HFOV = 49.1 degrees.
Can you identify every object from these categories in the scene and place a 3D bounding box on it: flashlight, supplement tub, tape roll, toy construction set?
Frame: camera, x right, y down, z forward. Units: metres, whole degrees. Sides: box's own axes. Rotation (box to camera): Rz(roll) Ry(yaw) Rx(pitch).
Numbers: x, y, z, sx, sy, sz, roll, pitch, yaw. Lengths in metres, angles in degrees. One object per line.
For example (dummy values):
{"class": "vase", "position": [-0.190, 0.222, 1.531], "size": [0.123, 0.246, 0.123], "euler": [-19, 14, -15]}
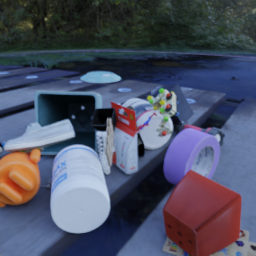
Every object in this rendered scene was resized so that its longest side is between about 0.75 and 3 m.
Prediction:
{"class": "flashlight", "position": [3.117, 0.204, 13.048], "size": [0.932, 0.929, 2.743], "euler": [-37, 33, -22]}
{"class": "supplement tub", "position": [0.734, -0.269, 13.110], "size": [1.815, 1.815, 2.587], "euler": [-8, 24, -19]}
{"class": "tape roll", "position": [2.177, 1.105, 9.469], "size": [2.038, 2.038, 0.866], "euler": [-19, 29, -38]}
{"class": "toy construction set", "position": [1.386, -0.692, 11.129], "size": [0.945, 1.346, 2.052], "euler": [23, 49, -37]}
{"class": "supplement tub", "position": [-1.497, 1.725, 8.503], "size": [1.624, 1.624, 2.462], "euler": [-5, 23, -11]}

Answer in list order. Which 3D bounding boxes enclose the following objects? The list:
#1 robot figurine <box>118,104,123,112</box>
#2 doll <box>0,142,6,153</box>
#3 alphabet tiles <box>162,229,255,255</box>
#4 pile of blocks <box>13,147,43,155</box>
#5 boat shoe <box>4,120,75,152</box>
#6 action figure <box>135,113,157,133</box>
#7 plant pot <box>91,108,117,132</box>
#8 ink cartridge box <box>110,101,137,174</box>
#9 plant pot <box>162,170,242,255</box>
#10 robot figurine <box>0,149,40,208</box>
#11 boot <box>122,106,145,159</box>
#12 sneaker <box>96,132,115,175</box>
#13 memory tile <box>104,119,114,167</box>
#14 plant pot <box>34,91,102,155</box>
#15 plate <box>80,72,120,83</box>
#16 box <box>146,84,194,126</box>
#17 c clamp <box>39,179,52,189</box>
{"class": "robot figurine", "position": [-0.481, -1.210, 17.219], "size": [0.479, 0.577, 0.767], "euler": [4, 15, -41]}
{"class": "doll", "position": [-6.078, 0.751, 12.504], "size": [1.135, 0.403, 1.663], "euler": [-18, 34, -39]}
{"class": "alphabet tiles", "position": [2.202, 3.106, 7.191], "size": [2.400, 0.076, 1.997], "euler": [9, 24, 22]}
{"class": "pile of blocks", "position": [-3.624, 0.802, 10.100], "size": [1.107, 0.454, 0.344], "euler": [2, 46, -21]}
{"class": "boat shoe", "position": [-3.074, 0.230, 9.676], "size": [2.361, 0.841, 0.824], "euler": [-14, -7, -21]}
{"class": "action figure", "position": [0.613, -0.147, 9.705], "size": [0.949, 0.245, 0.310], "euler": [-40, 1, 12]}
{"class": "plant pot", "position": [-0.854, -0.221, 10.839], "size": [0.817, 0.727, 0.819], "euler": [-1, 55, 20]}
{"class": "ink cartridge box", "position": [-0.364, 0.339, 10.744], "size": [0.593, 2.364, 1.917], "euler": [-17, 25, -27]}
{"class": "plant pot", "position": [1.781, 2.321, 7.182], "size": [1.399, 1.586, 1.588], "euler": [-30, 34, -30]}
{"class": "robot figurine", "position": [-3.569, 1.565, 8.931], "size": [1.405, 1.733, 2.409], "euler": [4, 6, -20]}
{"class": "boot", "position": [0.287, 0.210, 11.067], "size": [0.794, 2.125, 1.030], "euler": [-22, 36, -29]}
{"class": "sneaker", "position": [-0.786, 0.930, 10.424], "size": [0.664, 1.639, 0.616], "euler": [-7, 5, -6]}
{"class": "memory tile", "position": [-0.625, 0.474, 9.305], "size": [0.117, 1.066, 1.391], "euler": [0, 55, 5]}
{"class": "plant pot", "position": [-2.347, -0.343, 12.553], "size": [2.619, 2.626, 2.675], "euler": [2, 9, 6]}
{"class": "plate", "position": [-1.261, -2.364, 12.861], "size": [1.843, 0.236, 1.843], "euler": [1, 21, 0]}
{"class": "box", "position": [2.008, -1.102, 13.473], "size": [0.925, 1.777, 1.618], "euler": [-41, 23, -19]}
{"class": "c clamp", "position": [-2.470, 1.760, 10.121], "size": [1.277, 0.202, 1.495], "euler": [12, 28, 11]}
